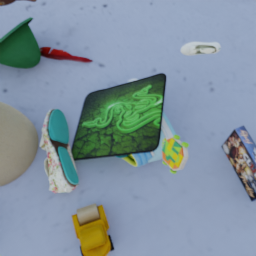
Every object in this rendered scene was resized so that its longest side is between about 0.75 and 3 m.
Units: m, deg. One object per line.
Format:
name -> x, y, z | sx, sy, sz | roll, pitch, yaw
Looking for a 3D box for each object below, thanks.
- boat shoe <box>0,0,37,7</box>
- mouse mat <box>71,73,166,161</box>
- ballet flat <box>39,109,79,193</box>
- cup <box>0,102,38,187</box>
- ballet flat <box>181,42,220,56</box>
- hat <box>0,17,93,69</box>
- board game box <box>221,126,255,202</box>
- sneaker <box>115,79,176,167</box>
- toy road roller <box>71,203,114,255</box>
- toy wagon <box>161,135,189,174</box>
boat shoe -> -2.814, -3.099, 6.164 | 0.987, 0.984, 2.735 | 38, 32, -1
mouse mat -> -0.339, -0.276, 7.768 | 2.938, 0.111, 2.364 | -9, 57, 32
ballet flat -> -2.053, 0.637, 7.785 | 0.826, 0.977, 2.584 | -31, 57, 20
cup -> -3.888, 0.165, 7.473 | 2.479, 1.773, 2.479 | 0, 62, 0
ballet flat -> 2.063, -2.269, 8.088 | 1.147, 0.398, 0.398 | 2, 61, 22
hat -> -3.225, -2.146, 9.453 | 2.623, 2.309, 2.173 | -15, 34, 41
board game box -> 3.164, 0.958, 7.397 | 0.300, 1.173, 1.732 | -17, 63, -10
sneaker -> 0.095, -0.137, 8.024 | 1.780, 1.085, 2.727 | -23, 64, -13
toy road roller -> -0.862, 2.470, 6.719 | 0.820, 0.974, 1.335 | -17, 64, -9
toy wagon -> 0.911, 0.494, 5.848 | 0.177, 0.696, 0.897 | 7, 24, -31
